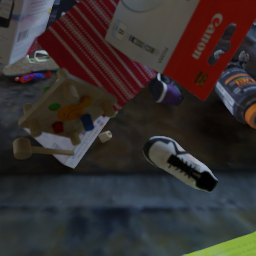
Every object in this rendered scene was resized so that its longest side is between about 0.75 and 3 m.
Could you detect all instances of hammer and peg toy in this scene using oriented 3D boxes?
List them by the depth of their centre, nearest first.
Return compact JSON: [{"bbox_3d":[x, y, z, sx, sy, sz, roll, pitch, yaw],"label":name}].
[{"bbox_3d":[-0.898,-0.109,3.776,1.009,1.372,0.484,18,39,-52],"label":"hammer and peg toy"}]

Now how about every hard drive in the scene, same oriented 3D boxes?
[{"bbox_3d":[-1.353,-2.780,7.517,1.193,1.708,0.323,17,4,6],"label":"hard drive"}]

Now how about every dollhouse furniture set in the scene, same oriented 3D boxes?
[{"bbox_3d":[-0.851,-0.072,8.278,0.957,1.069,1.349,-30,-3,27],"label":"dollhouse furniture set"}]

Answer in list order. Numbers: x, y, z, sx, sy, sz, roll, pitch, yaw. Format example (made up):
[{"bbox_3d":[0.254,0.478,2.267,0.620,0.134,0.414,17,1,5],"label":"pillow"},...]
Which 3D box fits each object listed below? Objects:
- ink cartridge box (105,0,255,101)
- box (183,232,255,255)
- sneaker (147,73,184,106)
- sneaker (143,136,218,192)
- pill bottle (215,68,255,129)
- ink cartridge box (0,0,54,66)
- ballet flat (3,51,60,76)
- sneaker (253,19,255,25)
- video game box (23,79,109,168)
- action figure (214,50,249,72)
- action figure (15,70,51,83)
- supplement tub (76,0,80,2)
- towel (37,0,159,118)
[{"bbox_3d":[0.657,-1.562,4.047,0.469,1.589,1.985,-5,40,-49],"label":"ink cartridge box"},{"bbox_3d":[2.001,2.885,3.621,1.770,0.692,2.904,-11,37,-15],"label":"box"},{"bbox_3d":[1.301,-1.349,9.683,0.947,0.819,2.164,17,30,-15],"label":"sneaker"},{"bbox_3d":[0.790,0.523,4.057,1.269,0.468,0.508,29,3,-18],"label":"sneaker"},{"bbox_3d":[3.552,-0.888,8.510,1.139,1.139,2.144,-4,37,-6],"label":"pill bottle"},{"bbox_3d":[-2.396,-2.717,6.170,0.905,2.185,1.592,27,30,-4],"label":"ink cartridge box"},{"bbox_3d":[-3.816,-2.691,11.332,2.448,0.878,0.878,-11,37,-13],"label":"ballet flat"},{"bbox_3d":[2.713,-2.562,5.623,0.760,0.835,1.890,-1,15,33],"label":"sneaker"},{"bbox_3d":[-1.588,-0.283,7.369,2.102,0.492,1.915,32,87,36],"label":"video game box"},{"bbox_3d":[4.001,-2.476,10.810,1.271,1.091,2.138,0,36,19],"label":"action figure"},{"bbox_3d":[-3.666,-2.000,10.791,1.323,0.342,0.433,-19,42,-20],"label":"action figure"},{"bbox_3d":[-1.053,-3.159,6.095,0.648,0.923,0.648,-17,58,29],"label":"supplement tub"},{"bbox_3d":[-0.078,-1.709,5.187,2.668,1.930,0.300,-42,8,-5],"label":"towel"}]
